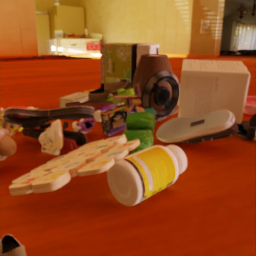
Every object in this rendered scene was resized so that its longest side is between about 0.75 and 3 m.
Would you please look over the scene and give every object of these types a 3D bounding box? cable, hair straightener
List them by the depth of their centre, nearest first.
[{"bbox_3d":[-2.416,-0.511,8.135,2.842,0.715,1.380,-12,-21,23],"label":"cable"},{"bbox_3d":[-2.433,0.224,9.264,2.813,0.576,1.082,6,27,33],"label":"hair straightener"}]

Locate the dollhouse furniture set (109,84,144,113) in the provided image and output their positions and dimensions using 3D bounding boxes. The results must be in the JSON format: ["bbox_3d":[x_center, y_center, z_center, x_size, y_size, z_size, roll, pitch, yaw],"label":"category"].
[{"bbox_3d":[-0.212,-0.726,10.302,1.085,1.211,1.528,-5,-20,-16],"label":"dollhouse furniture set"}]

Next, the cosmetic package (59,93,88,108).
[{"bbox_3d":[-2.570,-1.322,13.708,0.772,0.545,1.492,9,22,26],"label":"cosmetic package"}]

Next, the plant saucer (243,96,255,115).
[{"bbox_3d":[5.901,-0.997,12.805,2.026,0.514,2.026,-1,19,0],"label":"plant saucer"}]

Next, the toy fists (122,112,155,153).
[{"bbox_3d":[0.376,0.139,8.736,0.916,0.618,1.796,-2,38,13],"label":"toy fists"}]

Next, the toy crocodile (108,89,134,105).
[{"bbox_3d":[-0.386,-1.177,12.207,1.707,0.576,0.527,-36,-21,29],"label":"toy crocodile"}]

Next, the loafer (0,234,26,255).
[{"bbox_3d":[-1.698,2.014,4.124,0.462,0.428,1.228,-14,24,-36],"label":"loafer"}]

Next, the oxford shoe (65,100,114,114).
[{"bbox_3d":[-1.592,-0.798,11.848,2.021,0.720,0.721,-7,12,-4],"label":"oxford shoe"}]

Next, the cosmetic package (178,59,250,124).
[{"bbox_3d":[2.821,-1.303,9.567,2.059,1.713,1.723,5,26,12],"label":"cosmetic package"}]

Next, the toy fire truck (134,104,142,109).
[{"bbox_3d":[0.693,-1.055,11.595,0.528,0.821,0.723,57,26,15],"label":"toy fire truck"}]

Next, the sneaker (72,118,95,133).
[{"bbox_3d":[-1.394,-0.065,9.613,0.558,0.540,1.338,-10,9,16],"label":"sneaker"}]

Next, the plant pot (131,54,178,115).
[{"bbox_3d":[1.163,-2.035,12.728,2.337,2.500,2.337,1,19,0],"label":"plant pot"}]

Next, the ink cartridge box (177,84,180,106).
[{"bbox_3d":[2.534,-1.594,13.816,0.611,0.975,0.627,35,-5,-27],"label":"ink cartridge box"}]

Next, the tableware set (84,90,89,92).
[{"bbox_3d":[-1.939,-2.012,16.313,0.910,0.207,1.350,-12,21,-40],"label":"tableware set"}]

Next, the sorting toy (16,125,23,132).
[{"bbox_3d":[-4.014,-0.134,10.639,2.277,0.310,1.282,-17,21,-41],"label":"sorting toy"}]

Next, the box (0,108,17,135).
[{"bbox_3d":[-4.008,-0.111,9.057,0.481,0.789,0.760,25,24,7],"label":"box"}]

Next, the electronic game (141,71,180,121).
[{"bbox_3d":[1.294,-1.237,10.910,1.981,1.981,0.412,-14,25,-35],"label":"electronic game"}]

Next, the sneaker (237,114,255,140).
[{"bbox_3d":[4.331,-0.151,9.963,1.072,0.700,1.916,8,22,10],"label":"sneaker"}]

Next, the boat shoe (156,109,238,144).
[{"bbox_3d":[2.141,0.119,8.807,2.624,0.869,0.917,-17,40,37],"label":"boat shoe"}]

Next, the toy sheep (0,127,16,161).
[{"bbox_3d":[-3.729,0.419,7.249,1.745,1.203,1.203,11,20,5],"label":"toy sheep"}]

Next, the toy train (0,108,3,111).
[{"bbox_3d":[-6.261,-0.861,12.818,0.664,0.246,0.883,11,21,30],"label":"toy train"}]

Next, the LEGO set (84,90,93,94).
[{"bbox_3d":[-1.835,-1.630,14.462,0.701,0.651,1.707,-12,21,-32],"label":"LEGO set"}]

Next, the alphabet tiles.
[{"bbox_3d":[-1.258,0.780,6.581,2.812,0.210,2.875,-13,10,32],"label":"alphabet tiles"}]

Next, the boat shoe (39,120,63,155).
[{"bbox_3d":[-2.120,0.336,7.625,0.591,1.705,0.604,-1,62,-21],"label":"boat shoe"}]

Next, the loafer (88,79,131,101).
[{"bbox_3d":[-0.860,-1.684,12.609,2.160,0.752,0.812,-30,36,-13],"label":"loafer"}]

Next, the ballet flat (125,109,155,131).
[{"bbox_3d":[0.386,-0.212,10.075,0.541,0.496,1.575,44,51,14],"label":"ballet flat"}]

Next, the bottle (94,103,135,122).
[{"bbox_3d":[-0.533,-0.636,11.397,1.862,0.608,0.778,-17,-4,-41],"label":"bottle"}]

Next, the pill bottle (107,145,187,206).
[{"bbox_3d":[0.499,0.962,6.307,1.790,0.996,0.996,-18,26,-39],"label":"pill bottle"}]

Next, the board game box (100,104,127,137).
[{"bbox_3d":[-0.470,-0.288,10.007,0.301,0.878,1.062,13,29,43],"label":"board game box"}]

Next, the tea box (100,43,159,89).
[{"bbox_3d":[0.093,-3.184,15.492,2.839,2.886,1.928,7,20,19],"label":"tea box"}]
